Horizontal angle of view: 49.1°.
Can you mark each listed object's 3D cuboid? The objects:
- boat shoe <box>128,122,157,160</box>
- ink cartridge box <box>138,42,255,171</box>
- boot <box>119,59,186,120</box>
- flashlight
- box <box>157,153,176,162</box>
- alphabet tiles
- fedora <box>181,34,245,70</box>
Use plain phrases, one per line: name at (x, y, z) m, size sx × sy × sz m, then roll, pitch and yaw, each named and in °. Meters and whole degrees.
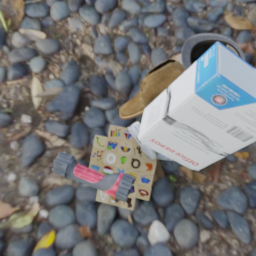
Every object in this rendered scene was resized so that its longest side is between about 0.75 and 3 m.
boat shoe at (0.525, 0.361, 8.348) m, size 0.434 × 0.441 × 1.244 m, roll -41°, pitch 98°, yaw -23°
ink cartridge box at (1.954, -0.310, 7.072) m, size 2.129 × 2.934 × 1.228 m, roll 28°, pitch 49°, yaw -18°
boot at (0.612, -1.185, 8.697) m, size 2.657 × 1.003 × 0.978 m, roll -31°, pitch 31°, yaw 27°
flashlight at (-0.932, 1.260, 7.552) m, size 2.197 × 0.747 × 0.744 m, roll 22°, pitch 70°, yaw 6°
box at (1.204, 0.314, 9.162) m, size 1.528 × 0.801 × 1.405 m, roll 7°, pitch 75°, yaw 5°
alphabet tiles at (-0.199, 1.236, 8.752) m, size 2.060 × 0.078 × 2.476 m, roll 11°, pitch 93°, yaw 8°
fedora at (2.859, -2.217, 9.802) m, size 2.231 × 1.007 × 1.973 m, roll -1°, pitch 75°, yaw -2°
